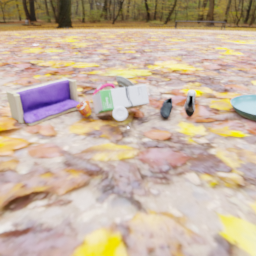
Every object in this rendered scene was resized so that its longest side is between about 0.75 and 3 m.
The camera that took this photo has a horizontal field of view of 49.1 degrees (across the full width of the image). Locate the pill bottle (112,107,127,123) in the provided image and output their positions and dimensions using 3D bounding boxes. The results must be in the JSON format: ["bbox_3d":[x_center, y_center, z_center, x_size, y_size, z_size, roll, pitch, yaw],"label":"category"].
[{"bbox_3d":[-0.274,-0.399,8.919,0.463,0.463,0.831,-2,-4,-4],"label":"pill bottle"}]

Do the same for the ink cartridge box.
[{"bbox_3d":[-0.288,-1.000,10.050,1.735,0.729,1.266,-11,0,-18],"label":"ink cartridge box"}]

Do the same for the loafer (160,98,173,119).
[{"bbox_3d":[1.431,-0.742,10.313,0.399,0.412,1.175,36,35,-12],"label":"loafer"}]

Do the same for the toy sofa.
[{"bbox_3d":[-3.017,-1.053,10.450,1.250,1.061,2.562,21,33,39],"label":"toy sofa"}]

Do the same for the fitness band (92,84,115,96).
[{"bbox_3d":[-0.982,-1.401,11.404,0.752,1.047,0.196,22,33,-43],"label":"fitness band"}]

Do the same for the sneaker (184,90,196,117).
[{"bbox_3d":[2.159,-0.761,9.866,0.388,1.034,0.597,5,30,14],"label":"sneaker"}]

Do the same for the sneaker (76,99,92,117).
[{"bbox_3d":[-1.613,-0.696,10.351,0.521,0.551,1.429,-34,18,6],"label":"sneaker"}]

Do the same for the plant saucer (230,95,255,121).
[{"bbox_3d":[5.254,-0.710,10.622,2.650,0.363,2.650,0,23,0],"label":"plant saucer"}]

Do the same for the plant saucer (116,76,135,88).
[{"bbox_3d":[-0.127,-1.859,12.654,1.155,1.155,0.290,22,71,40],"label":"plant saucer"}]
